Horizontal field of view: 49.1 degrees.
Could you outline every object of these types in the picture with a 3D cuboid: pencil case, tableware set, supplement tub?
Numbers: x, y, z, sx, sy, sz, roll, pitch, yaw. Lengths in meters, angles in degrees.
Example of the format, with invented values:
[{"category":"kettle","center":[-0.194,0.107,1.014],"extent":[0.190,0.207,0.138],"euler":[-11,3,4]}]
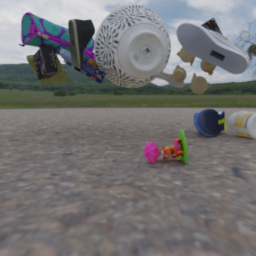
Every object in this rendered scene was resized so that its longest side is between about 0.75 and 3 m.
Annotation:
[{"category":"pencil case","center":[-2.663,-3.351,10.779],"extent":[2.840,1.208,1.312],"euler":[7,23,-44]},{"category":"tableware set","center":[2.946,-2.632,12.638],"extent":[2.149,1.795,0.249],"euler":[35,26,19]},{"category":"supplement tub","center":[4.339,-0.127,10.113],"extent":[0.935,0.935,1.286],"euler":[-1,7,-14]}]

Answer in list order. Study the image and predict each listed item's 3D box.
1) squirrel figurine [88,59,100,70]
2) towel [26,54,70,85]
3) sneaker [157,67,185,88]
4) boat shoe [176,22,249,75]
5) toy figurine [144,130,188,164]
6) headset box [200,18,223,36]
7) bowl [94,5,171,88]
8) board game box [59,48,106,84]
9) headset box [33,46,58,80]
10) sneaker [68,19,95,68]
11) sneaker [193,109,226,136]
[{"category":"squirrel figurine","center":[-1.636,-3.051,13.503],"extent":[1.534,1.086,1.432],"euler":[-23,20,34]},{"category":"towel","center":[-3.555,-2.613,12.539],"extent":[1.448,0.356,1.952],"euler":[-5,-30,8]},{"category":"sneaker","center":[2.131,-2.653,14.153],"extent":[1.663,0.613,0.961],"euler":[26,34,2]},{"category":"boat shoe","center":[3.149,-3.024,10.469],"extent":[2.919,1.074,0.954],"euler":[36,43,3]},{"category":"toy figurine","center":[0.782,0.501,6.120],"extent":[0.888,0.724,0.965],"euler":[-9,-16,2]},{"category":"headset box","center":[3.531,-3.771,11.650],"extent":[0.531,1.375,1.023],"euler":[-26,10,42]},{"category":"bowl","center":[0.389,-2.725,9.791],"extent":[2.973,2.973,1.395],"euler":[-2,20,-17]},{"category":"board game box","center":[-1.768,-2.254,10.054],"extent":[1.451,0.448,1.450],"euler":[26,5,-44]},{"category":"headset box","center":[-3.062,-2.405,10.399],"extent":[0.504,0.972,1.306],"euler":[-14,4,-32]},{"category":"sneaker","center":[-1.019,-1.942,6.460],"extent":[0.575,1.083,0.405],"euler":[-17,31,-31]},{"category":"sneaker","center":[3.023,-0.189,10.936],"extent":[1.126,1.012,2.737],"euler":[-2,-1,32]}]
